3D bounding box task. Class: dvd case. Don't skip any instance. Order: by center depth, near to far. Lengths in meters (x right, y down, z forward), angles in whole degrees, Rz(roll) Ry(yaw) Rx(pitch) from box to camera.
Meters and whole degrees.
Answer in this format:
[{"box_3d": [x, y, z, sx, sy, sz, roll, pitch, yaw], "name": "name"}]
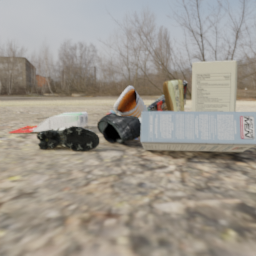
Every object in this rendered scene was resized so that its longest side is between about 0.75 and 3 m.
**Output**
[{"box_3d": [1.411, -0.790, 9.970, 1.715, 1.252, 0.189, -35, 58, -14], "name": "dvd case"}]

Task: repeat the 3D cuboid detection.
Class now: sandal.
[{"box_3d": [0.189, -0.615, 9.558, 0.720, 0.963, 2.514, 35, -7, 15], "name": "sandal"}]

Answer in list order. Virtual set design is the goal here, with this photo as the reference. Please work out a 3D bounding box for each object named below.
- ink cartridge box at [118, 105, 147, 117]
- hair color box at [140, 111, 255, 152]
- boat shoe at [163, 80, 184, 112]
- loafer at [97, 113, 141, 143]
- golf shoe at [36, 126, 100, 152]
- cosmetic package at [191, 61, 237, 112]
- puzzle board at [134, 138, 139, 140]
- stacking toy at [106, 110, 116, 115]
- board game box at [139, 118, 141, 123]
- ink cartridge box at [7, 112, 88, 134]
[{"box_3d": [0.249, -0.753, 14.444, 1.282, 0.537, 0.930, -17, -4, 29], "name": "ink cartridge box"}, {"box_3d": [1.698, 0.121, 7.098, 2.674, 0.811, 1.324, 1, -12, 7], "name": "hair color box"}, {"box_3d": [1.616, -0.535, 8.889, 0.625, 1.995, 0.731, -12, 3, -10], "name": "boat shoe"}, {"box_3d": [-0.484, 0.034, 8.972, 0.892, 0.863, 2.541, -29, 16, -25], "name": "loafer"}, {"box_3d": [-1.625, 0.252, 7.989, 1.857, 0.722, 0.878, 3, 8, 14], "name": "golf shoe"}, {"box_3d": [2.654, -0.754, 8.645, 1.312, 2.495, 0.887, 4, 7, 22], "name": "cosmetic package"}, {"box_3d": [0.026, 0.336, 9.774, 0.599, 0.069, 0.795, -1, 8, -5], "name": "puzzle board"}, {"box_3d": [-0.558, -0.435, 12.612, 0.381, 0.903, 0.817, -48, 13, -14], "name": "stacking toy"}, {"box_3d": [0.711, -0.050, 10.950, 1.604, 0.208, 1.604, 2, 20, 8], "name": "board game box"}, {"box_3d": [-3.254, -0.264, 11.822, 2.828, 0.708, 2.275, 0, 7, 0], "name": "ink cartridge box"}]
